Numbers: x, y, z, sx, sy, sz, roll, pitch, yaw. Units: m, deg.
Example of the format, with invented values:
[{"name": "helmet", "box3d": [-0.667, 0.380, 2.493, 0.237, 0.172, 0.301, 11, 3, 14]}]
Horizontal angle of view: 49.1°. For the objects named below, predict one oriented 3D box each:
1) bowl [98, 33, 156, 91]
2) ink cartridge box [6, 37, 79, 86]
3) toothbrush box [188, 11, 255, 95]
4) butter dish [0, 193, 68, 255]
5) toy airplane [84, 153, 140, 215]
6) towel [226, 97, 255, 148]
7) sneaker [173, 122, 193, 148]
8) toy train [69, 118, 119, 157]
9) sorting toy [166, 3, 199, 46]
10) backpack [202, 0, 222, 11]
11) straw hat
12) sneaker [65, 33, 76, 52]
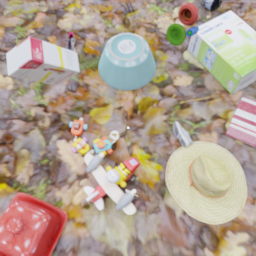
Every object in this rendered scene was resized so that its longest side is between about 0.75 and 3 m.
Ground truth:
[{"name": "bowl", "box3d": [-0.048, -2.790, 11.075, 2.382, 1.246, 2.382, 0, 64, 0]}, {"name": "ink cartridge box", "box3d": [-2.567, -1.964, 8.587, 1.277, 1.760, 0.734, -19, 76, 37]}, {"name": "toothbrush box", "box3d": [4.137, -3.057, 11.226, 2.052, 1.213, 2.818, -29, 65, -14]}, {"name": "butter dish", "box3d": [-3.033, 2.908, 8.024, 1.947, 1.443, 1.952, 21, 64, 9]}, {"name": "toy airplane", "box3d": [-0.576, 1.681, 8.733, 1.838, 1.297, 1.830, 6, 66, 1]}, {"name": "towel", "box3d": [4.557, -0.208, 10.334, 1.362, 0.215, 1.891, 25, 64, 15]}, {"name": "sneaker", "box3d": [1.956, 0.223, 10.072, 0.422, 0.385, 1.030, -13, 65, -27]}, {"name": "toy train", "box3d": [-1.319, 0.298, 9.889, 1.860, 0.517, 1.397, 13, 64, 7]}, {"name": "sorting toy", "box3d": [1.938, -3.415, 9.312, 0.887, 1.476, 0.606, 44, 50, 11]}, {"name": "backpack", "box3d": [3.878, -5.985, 12.898, 0.803, 1.042, 0.993, 26, 72, 19]}, {"name": "straw hat", "box3d": [2.646, 1.483, 8.895, 2.871, 1.215, 2.871, 0, 63, 0]}, {"name": "sneaker", "box3d": [-2.491, -3.560, 11.939, 0.434, 0.402, 1.076, -1, 63, -1]}]
